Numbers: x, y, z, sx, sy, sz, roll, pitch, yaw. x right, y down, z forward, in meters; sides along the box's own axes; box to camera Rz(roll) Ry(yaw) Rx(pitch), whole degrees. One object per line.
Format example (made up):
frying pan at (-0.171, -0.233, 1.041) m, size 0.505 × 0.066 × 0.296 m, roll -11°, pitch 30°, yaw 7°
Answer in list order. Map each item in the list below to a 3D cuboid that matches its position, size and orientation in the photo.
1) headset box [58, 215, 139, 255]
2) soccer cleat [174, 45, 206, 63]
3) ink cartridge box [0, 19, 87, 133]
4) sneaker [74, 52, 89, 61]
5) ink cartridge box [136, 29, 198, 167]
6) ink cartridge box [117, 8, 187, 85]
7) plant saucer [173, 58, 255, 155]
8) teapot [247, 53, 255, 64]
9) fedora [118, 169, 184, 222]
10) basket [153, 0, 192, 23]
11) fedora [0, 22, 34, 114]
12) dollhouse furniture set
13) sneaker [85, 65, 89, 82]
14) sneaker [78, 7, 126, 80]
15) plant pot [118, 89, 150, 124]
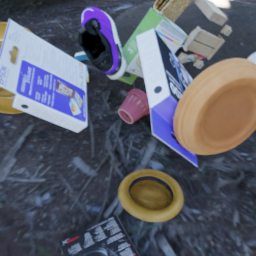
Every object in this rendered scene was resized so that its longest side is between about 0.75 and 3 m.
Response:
headset box at (-0.487, 3.290, 6.387) m, size 1.545 × 0.802 × 2.076 m, roll -20°, pitch 46°, yaw -21°
soccer cleat at (2.494, -3.108, 11.536) m, size 2.221 × 0.776 × 0.959 m, roll -13°, pitch 3°, yaw -11°
ink cartridge box at (-1.930, -1.165, 6.421) m, size 2.179 × 0.473 × 2.158 m, roll 28°, pitch 40°, yaw -37°
sneaker at (-2.233, -3.803, 14.707) m, size 1.151 × 0.440 × 0.465 m, roll -4°, pitch 41°, yaw -7°
ink cartridge box at (1.277, -0.677, 7.275) m, size 0.611 × 2.788 × 2.814 m, roll -21°, pitch 59°, yaw 26°
ink cartridge box at (0.589, -2.486, 9.678) m, size 1.428 × 2.751 × 0.816 m, roll 11°, pitch 37°, yaw -45°
plant saucer at (2.213, -0.324, 6.360) m, size 2.454 × 2.454 × 0.459 m, roll -14°, pitch 36°, yaw -15°
teapot at (6.046, -2.586, 12.631) m, size 1.829 × 1.805 × 1.336 m, roll 38°, pitch 13°, yaw 8°
fedora at (0.619, 2.005, 7.885) m, size 1.835 × 0.748 × 1.835 m, roll -1°, pitch 41°, yaw 1°
basket at (1.616, -4.966, 10.585) m, size 1.100 × 1.542 × 1.148 m, roll 53°, pitch 24°, yaw 23°
fedora at (-3.494, -1.574, 7.522) m, size 2.724 × 2.724 × 1.111 m, roll 6°, pitch 12°, yaw 6°
dollhouse furniture set at (2.437, -3.125, 9.946) m, size 1.241 × 2.394 × 1.060 m, roll 9°, pitch 45°, yaw -32°
sneaker at (-2.163, -2.611, 13.338) m, size 0.524 × 0.471 × 1.273 m, roll -8°, pitch 41°, yaw -6°
sneaker at (-1.039, -2.938, 8.783) m, size 1.420 × 0.992 × 2.855 m, roll 15°, pitch 46°, yaw -55°
plant pot at (0.213, -0.771, 10.853) m, size 1.155 × 1.155 × 1.034 m, roll 31°, pitch 65°, yaw 30°
